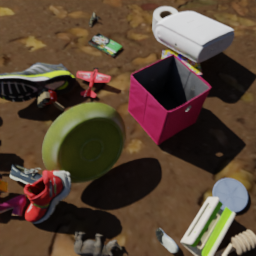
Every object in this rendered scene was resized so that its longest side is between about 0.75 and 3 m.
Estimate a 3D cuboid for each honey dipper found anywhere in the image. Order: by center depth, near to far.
[{"bbox_3d":[2.255,3.463,7.450,2.558,0.486,0.486,-21,62,-10],"label":"honey dipper"}]

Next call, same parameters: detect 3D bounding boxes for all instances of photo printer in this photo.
[{"bbox_3d":[2.337,-3.504,10.404,2.040,0.852,2.453,-29,53,-28],"label":"photo printer"}]

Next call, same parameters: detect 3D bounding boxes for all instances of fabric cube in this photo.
[{"bbox_3d":[1.222,-0.893,9.073,1.785,1.813,1.819,-29,62,-23],"label":"fabric cube"}]

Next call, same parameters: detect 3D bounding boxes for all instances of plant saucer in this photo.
[{"bbox_3d":[-1.087,0.563,7.935,2.594,2.594,0.403,-31,38,-16],"label":"plant saucer"}]

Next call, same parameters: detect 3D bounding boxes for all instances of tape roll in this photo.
[{"bbox_3d":[1.573,-4.480,11.861,1.074,0.738,1.074,0,60,0],"label":"tape roll"}]

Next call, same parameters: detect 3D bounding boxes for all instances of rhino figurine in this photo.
[{"bbox_3d":[-0.842,3.213,7.616,1.356,0.406,0.593,7,72,2],"label":"rhino figurine"}]

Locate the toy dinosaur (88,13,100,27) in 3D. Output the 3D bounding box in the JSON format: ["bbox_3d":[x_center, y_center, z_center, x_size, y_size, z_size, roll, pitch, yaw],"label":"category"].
[{"bbox_3d":[-1.477,-4.843,12.386,0.416,0.224,0.944,4,57,10],"label":"toy dinosaur"}]

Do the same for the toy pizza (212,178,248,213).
[{"bbox_3d":[3.057,2.035,8.419,1.038,0.165,1.038,-1,64,2],"label":"toy pizza"}]

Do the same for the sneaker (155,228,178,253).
[{"bbox_3d":[1.066,3.136,7.780,0.288,0.291,0.802,-52,56,7],"label":"sneaker"}]

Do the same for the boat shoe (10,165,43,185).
[{"bbox_3d":[-2.982,1.427,8.495,1.344,0.503,0.416,11,99,23],"label":"boat shoe"}]

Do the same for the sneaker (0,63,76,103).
[{"bbox_3d":[-3.424,-1.713,10.032,2.916,1.077,1.180,-9,46,-27],"label":"sneaker"}]

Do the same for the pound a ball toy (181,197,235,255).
[{"bbox_3d":[2.239,2.974,7.670,1.167,0.761,1.790,42,67,-4],"label":"pound a ball toy"}]

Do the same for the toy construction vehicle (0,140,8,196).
[{"bbox_3d":[-4.742,1.221,8.524,2.439,0.859,2.124,-10,70,9],"label":"toy construction vehicle"}]

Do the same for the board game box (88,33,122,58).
[{"bbox_3d":[-0.946,-3.436,11.608,1.295,0.152,0.678,34,63,18],"label":"board game box"}]

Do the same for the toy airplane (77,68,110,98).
[{"bbox_3d":[-1.331,-1.664,10.386,1.393,0.256,1.393,-5,64,10],"label":"toy airplane"}]

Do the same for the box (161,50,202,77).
[{"bbox_3d":[1.963,-2.204,10.519,1.305,0.796,1.256,-4,61,-2],"label":"box"}]

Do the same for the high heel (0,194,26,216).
[{"bbox_3d":[-3.671,2.189,8.153,1.299,0.438,0.623,6,70,-2],"label":"high heel"}]

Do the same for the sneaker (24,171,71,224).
[{"bbox_3d":[-2.383,1.800,7.562,0.940,2.214,0.853,19,36,-32],"label":"sneaker"}]

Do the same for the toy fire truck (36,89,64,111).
[{"bbox_3d":[-2.598,-0.912,9.583,0.881,0.776,0.567,-2,76,-38],"label":"toy fire truck"}]
